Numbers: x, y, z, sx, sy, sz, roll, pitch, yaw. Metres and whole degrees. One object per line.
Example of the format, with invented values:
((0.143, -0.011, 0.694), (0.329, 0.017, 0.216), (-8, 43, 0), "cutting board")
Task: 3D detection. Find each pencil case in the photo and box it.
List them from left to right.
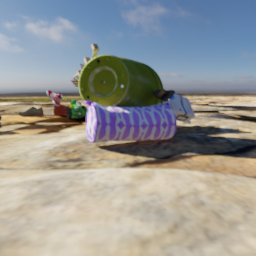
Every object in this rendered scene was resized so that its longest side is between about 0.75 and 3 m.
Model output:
((0.120, -0.191, 8.179), (2.765, 1.182, 1.160), (-2, 0, -28), "pencil case")

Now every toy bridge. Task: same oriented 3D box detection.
((-1.344, -2.194, 9.554), (0.200, 0.494, 1.468), (-3, -29, -36), "toy bridge")

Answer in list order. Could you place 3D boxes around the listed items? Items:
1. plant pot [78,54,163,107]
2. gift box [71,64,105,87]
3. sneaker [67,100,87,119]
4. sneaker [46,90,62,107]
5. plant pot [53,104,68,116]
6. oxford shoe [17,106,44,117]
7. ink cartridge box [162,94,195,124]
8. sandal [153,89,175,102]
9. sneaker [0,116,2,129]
((-0.348, -1.281, 9.474), (2.629, 2.629, 2.531), (3, -2, 19), "plant pot")
((-1.615, -2.250, 12.224), (1.307, 1.417, 1.323), (-34, 19, 36), "gift box")
((-2.691, -0.914, 15.124), (0.979, 0.897, 2.298), (6, 17, -7), "sneaker")
((-3.793, -1.697, 14.514), (1.087, 0.611, 0.387), (51, 35, 17), "sneaker")
((-3.762, -1.023, 15.964), (0.737, 0.758, 0.758), (8, 9, 5), "plant pot")
((-5.414, -0.924, 15.547), (1.535, 0.574, 0.541), (1, 8, 5), "oxford shoe")
((2.102, -0.805, 11.482), (1.688, 0.979, 0.573), (12, -39, -38), "ink cartridge box")
((1.092, -1.109, 8.956), (0.284, 0.426, 1.041), (35, -2, -30), "sandal")
((-5.366, -0.213, 10.310), (1.545, 0.587, 1.116), (15, 25, 26), "sneaker")
